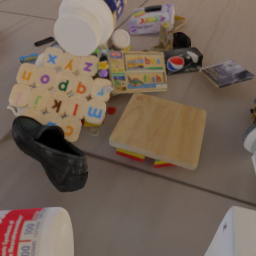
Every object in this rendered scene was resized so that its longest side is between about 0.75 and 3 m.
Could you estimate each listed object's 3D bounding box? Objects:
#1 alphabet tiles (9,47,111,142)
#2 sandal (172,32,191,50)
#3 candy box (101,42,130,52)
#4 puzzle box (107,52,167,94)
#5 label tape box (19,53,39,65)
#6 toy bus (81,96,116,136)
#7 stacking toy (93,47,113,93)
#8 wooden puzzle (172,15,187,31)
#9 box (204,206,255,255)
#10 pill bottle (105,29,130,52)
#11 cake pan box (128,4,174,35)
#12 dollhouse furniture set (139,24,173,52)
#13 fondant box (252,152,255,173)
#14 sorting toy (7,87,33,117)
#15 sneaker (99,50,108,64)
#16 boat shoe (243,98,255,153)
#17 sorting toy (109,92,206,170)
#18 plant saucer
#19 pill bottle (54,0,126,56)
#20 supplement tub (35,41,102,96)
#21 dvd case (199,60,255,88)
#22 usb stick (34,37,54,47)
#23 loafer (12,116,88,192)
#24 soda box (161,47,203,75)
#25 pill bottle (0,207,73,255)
[{"bbox_3d":[-1.907,-0.993,8.002,2.707,0.198,2.648,12,75,1],"label":"alphabet tiles"},{"bbox_3d":[2.221,-3.545,11.689,0.869,0.553,2.311,4,43,4],"label":"sandal"},{"bbox_3d":[-0.754,-3.645,12.034,0.894,0.231,1.749,-25,48,-21],"label":"candy box"},{"bbox_3d":[0.328,-1.821,9.139,1.974,1.313,0.251,-7,-2,-23],"label":"puzzle box"},{"bbox_3d":[-3.638,-2.404,10.639,0.727,0.319,1.008,-21,47,-21],"label":"label tape box"},{"bbox_3d":[-1.109,-0.614,8.432,1.387,0.717,1.309,26,49,26],"label":"toy bus"},{"bbox_3d":[-0.725,-1.663,7.904,0.279,0.894,1.186,-15,45,-7],"label":"stacking toy"},{"bbox_3d":[2.013,-4.968,13.477,2.031,0.237,1.370,-34,48,-31],"label":"wooden puzzle"},{"bbox_3d":[1.855,2.639,3.932,1.371,2.097,2.086,11,44,8],"label":"box"},{"bbox_3d":[-0.410,-3.016,9.872,0.647,0.647,1.112,-19,9,-19],"label":"pill bottle"},{"bbox_3d":[1.141,-5.128,13.171,1.986,0.564,2.156,1,43,14],"label":"cake pan box"},{"bbox_3d":[1.123,-3.326,11.138,1.209,0.985,1.150,-21,47,-21],"label":"dollhouse furniture set"},{"bbox_3d":[3.838,1.538,5.651,1.892,0.764,2.623,-1,54,4],"label":"fondant box"},{"bbox_3d":[-3.330,-0.833,8.916,1.095,0.585,0.986,33,71,30],"label":"sorting toy"},{"bbox_3d":[-0.477,-2.593,10.609,0.762,0.638,1.721,-30,51,-26],"label":"sneaker"},{"bbox_3d":[3.851,-0.258,7.931,2.826,1.000,1.283,-21,46,-31],"label":"boat shoe"},{"bbox_3d":[0.842,0.163,7.486,2.132,0.746,2.145,16,43,10],"label":"sorting toy"},{"bbox_3d":[-0.706,-1.482,9.586,1.571,0.287,1.571,-5,41,5],"label":"plant saucer"},{"bbox_3d":[-1.072,-3.283,8.054,1.576,1.576,2.634,9,49,9],"label":"pill bottle"},{"bbox_3d":[-1.955,-2.293,9.581,1.589,1.589,2.265,12,44,13],"label":"supplement tub"},{"bbox_3d":[3.303,-1.874,9.535,1.234,0.133,1.660,-16,32,-1],"label":"dvd case"},{"bbox_3d":[-3.651,-3.777,12.243,0.918,0.150,0.255,-33,59,-31],"label":"usb stick"},{"bbox_3d":[-1.845,0.337,6.557,0.966,0.998,2.844,-4,30,-46],"label":"loafer"},{"bbox_3d":[1.646,-2.444,10.412,2.080,0.659,0.736,-10,44,-8],"label":"soda box"},{"bbox_3d":[-2.406,2.200,4.713,2.730,1.532,1.532,-4,43,-1],"label":"pill bottle"}]
